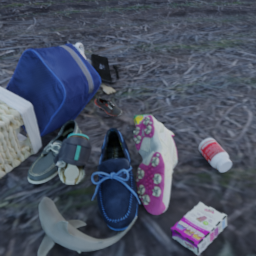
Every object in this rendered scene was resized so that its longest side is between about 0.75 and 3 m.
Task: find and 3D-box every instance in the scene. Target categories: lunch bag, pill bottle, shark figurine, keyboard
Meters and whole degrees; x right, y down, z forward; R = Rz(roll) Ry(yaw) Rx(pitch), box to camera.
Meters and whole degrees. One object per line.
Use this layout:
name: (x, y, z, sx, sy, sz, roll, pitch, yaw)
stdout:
lunch bag: (-2.377, -1.122, 8.966, 1.983, 2.919, 1.931, 53, 39, 5)
pill bottle: (2.572, 0.811, 8.248, 0.569, 0.569, 1.014, -12, 39, -15)
shark figurine: (-1.055, 2.196, 5.980, 2.270, 0.947, 1.356, 13, 43, 6)
keyboard: (-1.014, -2.648, 12.823, 1.410, 0.229, 2.220, 12, 39, -20)

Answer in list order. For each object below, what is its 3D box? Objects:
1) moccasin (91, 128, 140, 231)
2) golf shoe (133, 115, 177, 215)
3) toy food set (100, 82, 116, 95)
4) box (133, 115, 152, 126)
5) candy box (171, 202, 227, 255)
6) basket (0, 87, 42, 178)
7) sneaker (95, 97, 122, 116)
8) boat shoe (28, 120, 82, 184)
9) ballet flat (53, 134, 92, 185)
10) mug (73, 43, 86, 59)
moccasin: (-0.450, 1.171, 7.293, 1.188, 1.007, 2.952, -13, 40, -2)
golf shoe: (0.910, 0.966, 7.565, 1.292, 1.064, 2.824, 24, 49, -31)
toy food set: (-2.178, -1.634, 11.492, 2.863, 0.575, 1.976, -22, 42, -27)
box: (0.603, -0.097, 9.601, 0.653, 0.269, 1.114, -5, 42, -13)
candy box: (1.621, 2.255, 6.376, 1.109, 0.338, 0.756, -29, 30, -31)
basket: (-4.255, -0.086, 8.051, 2.894, 1.962, 1.785, 26, 49, 19)
sneaker: (-0.712, -0.788, 10.236, 1.083, 0.444, 0.417, 25, 65, -7)
boat shoe: (-2.177, 0.629, 8.332, 0.880, 0.746, 2.416, 15, 39, 19)
ballet flat: (-1.415, 0.928, 6.884, 0.907, 2.483, 0.907, 6, 67, -15)
mug: (-2.219, -3.005, 12.051, 0.968, 1.150, 1.312, 14, 81, 15)
